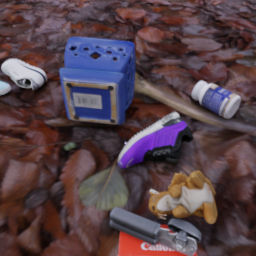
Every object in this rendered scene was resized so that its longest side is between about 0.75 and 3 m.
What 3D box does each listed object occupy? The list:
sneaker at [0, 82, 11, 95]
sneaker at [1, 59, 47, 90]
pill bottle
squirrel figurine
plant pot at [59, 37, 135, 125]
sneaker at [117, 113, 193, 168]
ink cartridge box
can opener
[{"bbox_3d":[-5.749,-1.816,11.112,2.101,0.861,0.776,7,45,7],"label":"sneaker"},{"bbox_3d":[-4.482,-2.185,11.598,2.203,0.841,0.887,18,55,20],"label":"sneaker"},{"bbox_3d":[3.192,-1.065,10.275,0.911,0.911,1.574,-34,54,-31],"label":"pill bottle"},{"bbox_3d":[1.340,1.781,7.116,1.549,1.174,1.660,-25,-5,24],"label":"squirrel figurine"},{"bbox_3d":[-1.048,-1.494,9.660,2.381,2.380,2.140,6,45,5],"label":"plant pot"},{"bbox_3d":[0.951,0.618,8.506,2.611,0.908,1.299,-33,70,-20],"label":"sneaker"},{"bbox_3d":[0.662,3.115,6.110,1.923,0.675,2.366,2,47,2],"label":"ink cartridge box"},{"bbox_3d":[0.639,2.410,6.792,2.177,0.581,0.728,16,34,21],"label":"can opener"}]
